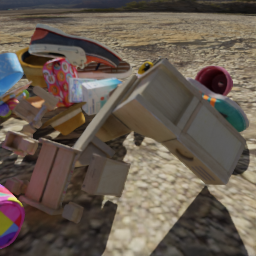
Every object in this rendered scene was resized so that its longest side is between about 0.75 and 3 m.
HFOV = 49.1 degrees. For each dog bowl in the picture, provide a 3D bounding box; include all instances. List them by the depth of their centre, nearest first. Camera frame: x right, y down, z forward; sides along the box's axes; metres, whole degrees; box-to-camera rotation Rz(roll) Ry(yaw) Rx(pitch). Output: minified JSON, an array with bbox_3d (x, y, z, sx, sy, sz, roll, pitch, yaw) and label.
[{"bbox_3d":[-4.371,-1.368,8.883,2.492,0.618,1.389,-35,3,18],"label":"dog bowl"}]

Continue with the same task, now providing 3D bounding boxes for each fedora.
[{"bbox_3d":[-1.636,-0.185,7.681,1.433,0.584,1.433,-29,10,5],"label":"fedora"},{"bbox_3d":[-3.560,-2.516,11.850,2.910,1.187,2.910,3,36,-2],"label":"fedora"}]

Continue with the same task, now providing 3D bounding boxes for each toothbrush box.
[{"bbox_3d":[-0.856,-1.055,9.280,1.278,0.936,0.545,-14,34,-27],"label":"toothbrush box"}]

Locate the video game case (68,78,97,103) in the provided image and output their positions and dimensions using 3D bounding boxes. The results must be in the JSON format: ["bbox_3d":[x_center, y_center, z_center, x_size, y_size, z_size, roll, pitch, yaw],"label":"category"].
[{"bbox_3d":[-1.535,-1.279,9.635,1.129,0.808,0.102,-5,5,-42],"label":"video game case"}]

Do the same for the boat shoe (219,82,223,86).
[{"bbox_3d":[3.706,-1.828,11.373,0.462,0.416,1.306,1,27,2],"label":"boat shoe"}]

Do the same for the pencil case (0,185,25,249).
[{"bbox_3d":[-2.699,1.239,4.805,0.989,0.989,2.238,-25,34,-39],"label":"pencil case"}]

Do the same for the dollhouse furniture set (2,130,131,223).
[{"bbox_3d":[-1.364,0.922,5.569,2.397,1.242,1.061,14,-8,26],"label":"dollhouse furniture set"}]

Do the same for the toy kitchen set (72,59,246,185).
[{"bbox_3d":[0.339,0.547,6.335,2.333,2.580,2.860,-54,14,-24],"label":"toy kitchen set"}]

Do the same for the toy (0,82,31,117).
[{"bbox_3d":[-3.776,-0.714,8.864,0.476,1.162,2.018,45,28,-11],"label":"toy"}]

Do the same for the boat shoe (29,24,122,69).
[{"bbox_3d":[-1.668,-2.362,8.767,2.984,0.933,1.062,19,-4,6],"label":"boat shoe"}]

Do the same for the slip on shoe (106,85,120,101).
[{"bbox_3d":[0.199,-1.082,8.987,2.061,0.624,0.784,-6,51,-46],"label":"slip on shoe"}]

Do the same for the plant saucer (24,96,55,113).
[{"bbox_3d":[-3.164,-0.812,9.631,1.332,0.215,1.332,1,27,0],"label":"plant saucer"}]

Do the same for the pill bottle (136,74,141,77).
[{"bbox_3d":[0.314,-1.903,11.445,0.485,0.485,0.838,12,29,22],"label":"pill bottle"}]

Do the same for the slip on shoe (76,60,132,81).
[{"bbox_3d":[-0.913,-2.129,11.199,2.547,0.771,0.968,2,51,28],"label":"slip on shoe"}]

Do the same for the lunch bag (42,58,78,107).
[{"bbox_3d":[-2.177,-1.616,9.674,0.649,1.584,1.395,-1,27,25],"label":"lunch bag"}]

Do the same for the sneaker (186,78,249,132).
[{"bbox_3d":[2.278,-0.532,8.473,1.080,0.965,2.703,-36,46,-12],"label":"sneaker"}]

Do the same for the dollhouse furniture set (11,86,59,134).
[{"bbox_3d":[-2.529,-0.428,7.253,1.694,0.750,0.878,-20,38,57],"label":"dollhouse furniture set"}]

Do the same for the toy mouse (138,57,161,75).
[{"bbox_3d":[0.679,-1.761,9.683,1.452,1.291,0.281,-31,55,11],"label":"toy mouse"}]

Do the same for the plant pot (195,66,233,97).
[{"bbox_3d":[3.229,-1.604,10.209,1.272,1.272,1.139,22,20,36],"label":"plant pot"}]

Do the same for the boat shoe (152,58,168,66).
[{"bbox_3d":[1.426,-3.176,13.929,1.459,0.473,0.525,-19,33,-32],"label":"boat shoe"}]
